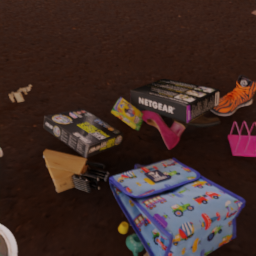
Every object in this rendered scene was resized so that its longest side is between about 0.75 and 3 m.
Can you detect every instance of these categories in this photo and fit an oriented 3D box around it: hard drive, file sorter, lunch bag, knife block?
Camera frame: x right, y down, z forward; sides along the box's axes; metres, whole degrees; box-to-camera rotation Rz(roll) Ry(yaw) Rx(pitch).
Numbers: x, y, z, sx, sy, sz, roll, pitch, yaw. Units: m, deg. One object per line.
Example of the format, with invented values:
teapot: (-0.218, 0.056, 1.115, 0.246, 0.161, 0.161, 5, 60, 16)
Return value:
hard drive: (0.744, -0.893, 10.905, 1.410, 0.298, 0.951, 16, 36, 17)
file sorter: (4.102, 0.336, 9.145, 1.325, 0.831, 0.921, 3, 42, 3)
lunch bag: (1.004, 1.838, 7.210, 2.184, 1.365, 2.901, -15, 33, -26)
knife block: (-1.531, 1.185, 8.372, 1.575, 0.574, 1.794, -19, 44, -21)

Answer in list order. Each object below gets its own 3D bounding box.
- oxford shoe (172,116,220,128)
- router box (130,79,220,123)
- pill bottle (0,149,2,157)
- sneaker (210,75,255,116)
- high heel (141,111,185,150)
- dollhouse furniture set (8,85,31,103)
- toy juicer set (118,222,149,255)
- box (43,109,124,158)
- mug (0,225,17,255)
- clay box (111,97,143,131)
oxford shoe: (2.428, -0.353, 9.911, 1.704, 0.719, 0.619, 2, -1, -3)
router box: (1.621, -1.076, 10.018, 1.916, 0.656, 2.569, -25, 32, -37)
pill bottle: (-4.744, 0.898, 8.355, 0.928, 0.928, 1.629, 31, 51, 30)
sneaker: (4.049, -1.317, 10.639, 2.232, 1.251, 0.866, -25, 49, -29)
high heel: (0.971, 0.046, 9.801, 1.961, 0.661, 0.941, 27, 74, 33)
dollhouse furniture set: (-4.378, -1.399, 11.526, 0.697, 0.399, 0.818, -10, 27, 11)
toy juicer set: (0.288, 2.767, 6.821, 0.725, 0.310, 1.140, -3, 37, -32)
box: (-1.468, 0.093, 9.286, 2.108, 0.467, 1.689, 30, 28, 30)
mug: (-3.235, 2.560, 5.702, 1.892, 1.659, 1.397, 18, 68, -9)
clay box: (0.036, -0.474, 9.766, 1.168, 0.278, 0.671, 35, 48, -11)
